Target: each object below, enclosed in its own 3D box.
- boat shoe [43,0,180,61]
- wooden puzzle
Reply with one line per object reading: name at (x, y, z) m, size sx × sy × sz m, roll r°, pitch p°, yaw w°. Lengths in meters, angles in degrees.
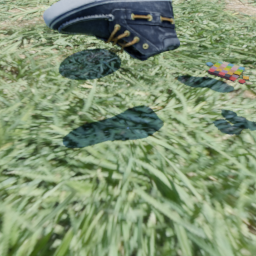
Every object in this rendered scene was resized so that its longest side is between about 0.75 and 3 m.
boat shoe at (-0.128, -1.886, 5.393) m, size 2.741 × 1.244 × 0.970 m, roll -20°, pitch 5°, yaw -27°
wooden puzzle at (3.415, -1.980, 9.670) m, size 1.635 × 0.115 × 0.969 m, roll 26°, pitch 47°, yaw 28°
